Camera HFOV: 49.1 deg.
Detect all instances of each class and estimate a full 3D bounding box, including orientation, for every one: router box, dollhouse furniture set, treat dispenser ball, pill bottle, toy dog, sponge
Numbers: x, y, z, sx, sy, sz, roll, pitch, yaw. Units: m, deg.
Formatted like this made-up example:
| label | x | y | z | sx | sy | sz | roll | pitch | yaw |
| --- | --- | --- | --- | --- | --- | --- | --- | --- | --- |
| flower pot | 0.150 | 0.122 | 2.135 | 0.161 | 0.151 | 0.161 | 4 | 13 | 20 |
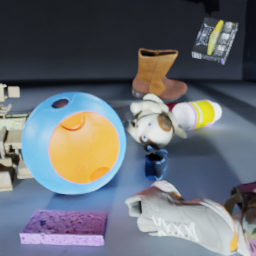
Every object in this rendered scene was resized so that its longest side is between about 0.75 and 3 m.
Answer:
| label | x | y | z | sx | sy | sz | roll | pitch | yaw |
| --- | --- | --- | --- | --- | --- | --- | --- | --- | --- |
| router box | 3.023 | -3.064 | 9.813 | 1.154 | 1.468 | 0.383 | 20 | -12 | 20 |
| dollhouse furniture set | -2.365 | 0.975 | 7.781 | 2.213 | 1.231 | 1.958 | -2 | 39 | -12 |
| treat dispenser ball | -1.281 | 0.361 | 6.753 | 2.433 | 2.433 | 2.433 | 0 | 14 | 0 |
| pill bottle | 3.253 | -0.622 | 13.046 | 2.434 | 1.269 | 1.269 | -11 | 17 | -37 |
| dollhouse furniture set | -4.616 | -0.832 | 12.121 | 2.394 | 2.118 | 1.331 | -2 | 15 | -6 |
| toy dog | 0.944 | 0.055 | 10.207 | 2.388 | 1.718 | 2.463 | 37 | 15 | 1 |
| sponge | -1.136 | 1.836 | 5.208 | 1.467 | 0.219 | 0.818 | 0 | 14 | 3 |

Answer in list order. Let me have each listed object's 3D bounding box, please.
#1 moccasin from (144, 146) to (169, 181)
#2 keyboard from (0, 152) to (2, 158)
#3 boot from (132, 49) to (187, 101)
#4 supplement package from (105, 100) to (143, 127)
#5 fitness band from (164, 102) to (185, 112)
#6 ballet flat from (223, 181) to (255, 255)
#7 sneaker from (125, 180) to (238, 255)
| label | x | y | z | sx | sy | sz | roll | pitch | yaw |
| --- | --- | --- | --- | --- | --- | --- | --- | --- | --- |
| moccasin | 0.842 | 0.919 | 8.106 | 0.731 | 0.620 | 1.818 | 1 | 14 | 3 |
| keyboard | -4.595 | 0.765 | 9.468 | 2.513 | 0.322 | 1.509 | 5 | 8 | 22 |
| boot | 1.498 | -2.243 | 11.393 | 2.545 | 0.926 | 2.704 | 5 | -29 | -6 |
| supplement package | -0.108 | -0.681 | 13.604 | 2.011 | 1.115 | 1.566 | -4 | 14 | -14 |
| fitness band | 2.423 | -1.211 | 16.740 | 2.071 | 0.387 | 1.487 | -13 | 10 | -19 |
| ballet flat | 2.141 | 1.644 | 4.951 | 0.958 | 0.931 | 2.693 | -15 | 3 | 21 |
| sneaker | 0.795 | 1.670 | 4.932 | 1.067 | 0.878 | 2.319 | -16 | 12 | -27 |
